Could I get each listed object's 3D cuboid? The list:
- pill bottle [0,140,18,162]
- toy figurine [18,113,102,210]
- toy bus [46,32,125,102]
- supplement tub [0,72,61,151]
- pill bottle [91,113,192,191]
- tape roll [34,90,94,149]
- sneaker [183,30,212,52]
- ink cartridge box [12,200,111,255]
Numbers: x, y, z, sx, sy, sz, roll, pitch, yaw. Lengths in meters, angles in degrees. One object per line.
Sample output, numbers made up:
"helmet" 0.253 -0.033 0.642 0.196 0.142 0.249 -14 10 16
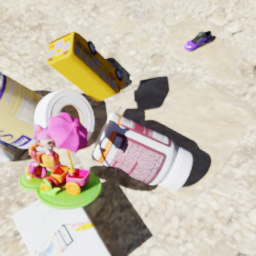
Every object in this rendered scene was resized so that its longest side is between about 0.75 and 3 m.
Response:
"pill bottle" -3.994 -0.205 8.989 1.362 1.362 2.354 10 66 4
"toy figurine" -1.621 0.561 6.410 2.075 1.910 1.558 10 26 13
"toy bus" -0.999 -1.496 7.502 0.806 2.477 0.970 -16 61 25
"supplement tub" -3.109 -0.384 7.703 1.619 2.227 1.619 -23 52 32
"pill bottle" 0.399 0.737 8.090 2.615 1.493 1.493 25 68 -8
"tape roll" -1.600 -0.205 7.168 0.524 1.499 1.499 -7 58 44
"sneaker" 2.690 -3.421 10.783 1.242 0.618 0.432 -28 70 -12
"ink cartridge box" -1.654 2.952 7.424 1.591 1.619 2.199 -30 69 -17
